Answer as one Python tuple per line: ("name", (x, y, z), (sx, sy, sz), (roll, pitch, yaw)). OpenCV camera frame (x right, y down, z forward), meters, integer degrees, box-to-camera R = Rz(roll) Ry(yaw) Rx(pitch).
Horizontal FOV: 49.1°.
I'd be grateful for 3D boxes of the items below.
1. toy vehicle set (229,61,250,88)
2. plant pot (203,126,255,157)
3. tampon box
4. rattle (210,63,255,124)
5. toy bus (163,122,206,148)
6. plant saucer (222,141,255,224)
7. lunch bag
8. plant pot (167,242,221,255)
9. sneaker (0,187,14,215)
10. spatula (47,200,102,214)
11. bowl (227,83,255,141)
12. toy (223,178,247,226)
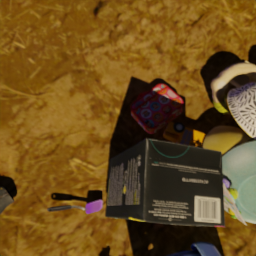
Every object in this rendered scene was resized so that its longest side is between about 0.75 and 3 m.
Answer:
("toy vehicle set", (4.645, -1.591, 10.153), (1.622, 0.215, 1.008), (39, 77, 11))
("plant pot", (3.366, 0.741, 8.541), (1.756, 1.246, 1.756), (3, 83, -26))
("tampon box", (0.819, 1.602, 7.526), (2.130, 2.842, 1.794), (10, 72, -18))
("rattle", (4.272, -1.325, 8.916), (2.852, 2.037, 1.856), (-18, 98, 0))
("toy bus", (2.274, 0.608, 9.199), (2.334, 0.760, 0.914), (20, 75, 6))
("plant saucer", (3.899, 1.767, 7.941), (2.968, 0.571, 2.968), (6, 115, 12))
("lunch bag", (0.923, -0.735, 9.650), (1.634, 0.669, 1.439), (-37, 66, -13))
("plant pot", (1.593, 4.265, 6.912), (2.267, 2.522, 2.521), (-29, 64, -4))
("sneaker", (-4.509, 1.969, 8.883), (0.989, 0.696, 1.862), (-41, 85, -18))
("spatula", (-1.644, 2.488, 8.697), (1.688, 0.477, 0.173), (0, 33, -8))
("bowl", (4.171, -0.622, 8.290), (2.242, 1.052, 2.242), (17, 49, -21))
("toy", (2.747, 1.813, 7.748), (0.411, 1.001, 1.739), (-34, 115, -9))
